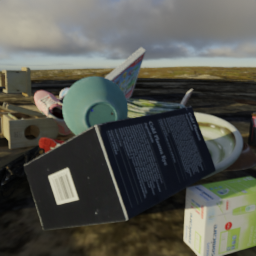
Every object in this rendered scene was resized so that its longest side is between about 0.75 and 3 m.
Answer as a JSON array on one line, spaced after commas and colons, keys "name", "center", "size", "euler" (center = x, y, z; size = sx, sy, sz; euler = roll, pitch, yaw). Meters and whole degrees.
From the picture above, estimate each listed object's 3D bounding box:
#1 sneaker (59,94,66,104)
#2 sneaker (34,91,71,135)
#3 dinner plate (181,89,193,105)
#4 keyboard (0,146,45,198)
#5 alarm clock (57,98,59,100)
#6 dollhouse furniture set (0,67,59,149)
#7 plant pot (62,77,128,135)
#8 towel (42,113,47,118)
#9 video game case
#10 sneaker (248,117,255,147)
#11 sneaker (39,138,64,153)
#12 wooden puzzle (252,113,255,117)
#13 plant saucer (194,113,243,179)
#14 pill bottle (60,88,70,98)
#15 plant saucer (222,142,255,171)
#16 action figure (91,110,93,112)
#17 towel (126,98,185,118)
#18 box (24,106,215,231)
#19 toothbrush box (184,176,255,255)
[{"name": "sneaker", "center": [-2.767, -1.046, 11.521], "size": [0.410, 1.056, 0.738], "euler": [40, -9, -5]}, {"name": "sneaker", "center": [-2.472, -0.707, 9.154], "size": [0.718, 0.997, 1.908], "euler": [-33, 70, -20]}, {"name": "dinner plate", "center": [2.733, -1.323, 13.489], "size": [0.158, 1.299, 1.299], "euler": [31, 21, 13]}, {"name": "keyboard", "center": [-2.498, 1.045, 5.236], "size": [1.444, 0.550, 2.775], "euler": [-21, 10, 14]}, {"name": "alarm clock", "center": [-4.410, -1.370, 15.331], "size": [1.498, 0.499, 1.011], "euler": [-2, 13, -19]}, {"name": "dollhouse furniture set", "center": [-3.333, -0.791, 8.791], "size": [1.400, 2.227, 2.519], "euler": [-6, 15, -35]}, {"name": "plant pot", "center": [-0.791, -0.394, 7.410], "size": [1.831, 1.831, 1.233], "euler": [-3, 15, -13]}, {"name": "towel", "center": [-3.060, -0.382, 11.472], "size": [2.051, 0.314, 2.689], "euler": [3, 15, 15]}, {"name": "video game case", "center": [-0.313, -1.425, 10.202], "size": [0.242, 2.772, 1.982], "euler": [39, 62, 10]}, {"name": "sneaker", "center": [4.140, 0.057, 8.388], "size": [0.933, 0.792, 2.150], "euler": [7, 14, 24]}, {"name": "sneaker", "center": [-1.817, 0.503, 7.541], "size": [1.062, 0.416, 0.613], "euler": [17, 9, 17]}, {"name": "wooden puzzle", "center": [6.148, -0.538, 12.494], "size": [1.354, 0.158, 0.914], "euler": [-2, 17, -8]}, {"name": "plant saucer", "center": [1.061, 0.477, 6.056], "size": [2.619, 0.657, 2.619], "euler": [-7, 26, 3]}, {"name": "pill bottle", "center": [-3.221, -1.722, 15.746], "size": [0.985, 0.985, 1.812], "euler": [-8, 15, -30]}, {"name": "plant saucer", "center": [2.150, 0.551, 7.198], "size": [2.178, 0.375, 2.178], "euler": [0, 14, 0]}, {"name": "action figure", "center": [-1.331, -0.839, 11.798], "size": [0.741, 0.938, 2.866], "euler": [-7, 6, 22]}, {"name": "towel", "center": [0.826, -0.580, 10.455], "size": [2.471, 0.695, 2.887], "euler": [8, 2, 8]}, {"name": "box", "center": [-0.150, 0.573, 3.948], "size": [1.774, 1.014, 1.948], "euler": [-14, -8, -44]}, {"name": "toothbrush box", "center": [1.307, 1.136, 3.641], "size": [1.076, 0.783, 0.463], "euler": [-4, 13, -19]}]
